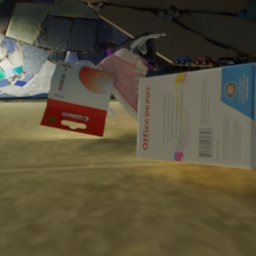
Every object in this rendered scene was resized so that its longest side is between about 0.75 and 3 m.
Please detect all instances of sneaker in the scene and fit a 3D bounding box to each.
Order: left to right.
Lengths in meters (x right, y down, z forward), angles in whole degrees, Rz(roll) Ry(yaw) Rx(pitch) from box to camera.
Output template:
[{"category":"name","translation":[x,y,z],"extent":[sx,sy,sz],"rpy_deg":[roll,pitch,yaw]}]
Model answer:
[{"category":"sneaker","translation":[0.188,-1.332,8.404],"extent":[1.416,2.709,1.020],"rpy_deg":[-38,-25,7]}]

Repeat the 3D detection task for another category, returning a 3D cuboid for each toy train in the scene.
[{"category":"toy train","translation":[1.903,-1.586,7.094],"extent":[0.376,0.505,2.204],"rpy_deg":[-3,13,-36]}]

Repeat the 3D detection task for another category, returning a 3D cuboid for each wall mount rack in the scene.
[{"category":"wall mount rack","translation":[0.584,-2.618,8.543],"extent":[0.979,0.420,1.127],"rpy_deg":[-40,2,35]}]

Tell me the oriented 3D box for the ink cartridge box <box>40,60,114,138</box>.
[{"category":"ink cartridge box","translation":[-1.266,-0.810,7.271],"extent":[1.620,0.501,1.997],"rpy_deg":[12,50,-9]}]

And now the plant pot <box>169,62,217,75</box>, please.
[{"category":"plant pot","translation":[3.022,-1.594,11.965],"extent":[2.599,2.306,2.593],"rpy_deg":[5,9,39]}]

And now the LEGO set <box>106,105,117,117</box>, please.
[{"category":"LEGO set","translation":[-1.536,-0.702,9.797],"extent":[1.879,0.461,1.403],"rpy_deg":[-2,-36,31]}]

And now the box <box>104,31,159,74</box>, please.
[{"category":"box","translation":[0.081,-2.330,9.604],"extent":[1.849,1.322,0.334],"rpy_deg":[-16,-15,27]}]

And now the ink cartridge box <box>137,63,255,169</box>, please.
[{"category":"ink cartridge box","translation":[1.057,-0.115,4.186],"extent":[1.915,1.231,1.199],"rpy_deg":[2,-2,41]}]

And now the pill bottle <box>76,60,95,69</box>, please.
[{"category":"pill bottle","translation":[-1.390,-1.305,8.547],"extent":[0.883,0.883,1.592],"rpy_deg":[0,53,0]}]
